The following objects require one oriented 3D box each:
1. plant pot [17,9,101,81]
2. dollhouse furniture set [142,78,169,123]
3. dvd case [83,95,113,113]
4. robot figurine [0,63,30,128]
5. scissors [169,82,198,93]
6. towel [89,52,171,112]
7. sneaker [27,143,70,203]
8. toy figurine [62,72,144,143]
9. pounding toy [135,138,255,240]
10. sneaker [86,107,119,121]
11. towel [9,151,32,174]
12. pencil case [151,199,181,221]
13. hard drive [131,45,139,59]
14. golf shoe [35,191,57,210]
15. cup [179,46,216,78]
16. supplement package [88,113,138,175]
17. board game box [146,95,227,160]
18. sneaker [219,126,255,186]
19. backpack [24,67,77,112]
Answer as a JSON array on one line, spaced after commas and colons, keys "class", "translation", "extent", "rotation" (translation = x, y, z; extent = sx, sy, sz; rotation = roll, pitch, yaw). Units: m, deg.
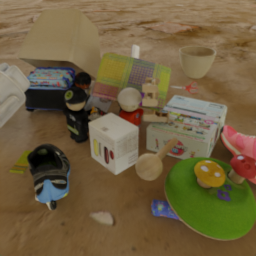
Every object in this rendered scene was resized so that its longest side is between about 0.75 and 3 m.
[{"class": "plant pot", "translation": [-2.703, -3.646, 12.291], "extent": [2.695, 2.389, 2.698], "rotation": [9, -6, 22]}, {"class": "dollhouse furniture set", "translation": [0.891, -0.852, 8.637], "extent": [0.813, 1.250, 1.148], "rotation": [3, 20, 8]}, {"class": "dvd case", "translation": [-1.094, -0.901, 10.311], "extent": [1.059, 0.755, 0.093], "rotation": [17, 19, -44]}, {"class": "robot figurine", "translation": [-4.676, -0.842, 9.359], "extent": [2.493, 1.660, 2.940], "rotation": [16, 61, 37]}, {"class": "scissors", "translation": [2.451, -1.689, 12.204], "extent": [1.389, 0.508, 0.097], "rotation": [-12, 20, -17]}, {"class": "towel", "translation": [0.096, -1.650, 9.832], "extent": [2.627, 0.299, 1.887], "rotation": [12, 67, 4]}, {"class": "sneaker", "translation": [-2.007, 0.869, 7.182], "extent": [0.946, 1.106, 2.670], "rotation": [-12, 17, -13]}, {"class": "toy figurine", "translation": [-0.818, -0.887, 9.685], "extent": [2.704, 1.881, 2.662], "rotation": [0, 33, 1]}, {"class": "pounding toy", "translation": [1.824, 1.013, 6.446], "extent": [2.849, 1.322, 2.199], "rotation": [36, 41, 22]}, {"class": "sneaker", "translation": [-1.039, -0.365, 9.959], "extent": [1.729, 0.710, 0.673], "rotation": [-1, 33, -3]}, {"class": "towel", "translation": [-3.137, 0.996, 8.427], "extent": [0.434, 0.091, 1.009], "rotation": [5, 33, 6]}, {"class": "pencil case", "translation": [1.000, 1.973, 6.671], "extent": [0.925, 0.361, 0.402], "rotation": [8, 63, 11]}, {"class": "hard drive", "translation": [0.344, -3.600, 14.157], "extent": [0.203, 1.058, 1.604], "rotation": [7, 14, 7]}, {"class": "golf shoe", "translation": [-2.079, 1.792, 7.039], "extent": [0.436, 0.358, 0.922], "rotation": [-28, 37, -12]}, {"class": "cup", "translation": [3.355, -3.192, 13.829], "extent": [1.744, 1.247, 1.744], "rotation": [-1, 33, 0]}, {"class": "supplement package", "translation": [-0.425, 0.442, 8.216], "extent": [0.917, 1.246, 1.192], "rotation": [-27, 41, -35]}, {"class": "board game box", "translation": [2.010, -0.057, 9.354], "extent": [1.950, 0.850, 2.643], "rotation": [15, 34, 24]}, {"class": "sneaker", "translation": [3.488, 0.584, 7.936], "extent": [0.860, 1.012, 2.333], "rotation": [26, 27, -30]}, {"class": "backpack", "translation": [-2.905, -1.691, 11.280], "extent": [2.079, 1.532, 2.277], "rotation": [4, 32, 8]}]
